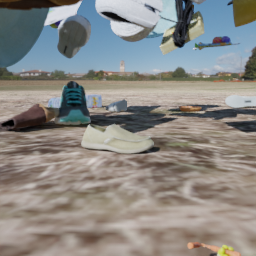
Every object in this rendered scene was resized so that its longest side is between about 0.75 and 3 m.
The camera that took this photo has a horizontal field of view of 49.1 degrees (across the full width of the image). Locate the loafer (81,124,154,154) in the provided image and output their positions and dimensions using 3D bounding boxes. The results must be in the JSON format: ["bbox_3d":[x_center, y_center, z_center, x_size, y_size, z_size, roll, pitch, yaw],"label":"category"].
[{"bbox_3d":[-0.203,0.166,4.842,1.310,0.447,0.496,2,9,15],"label":"loafer"}]

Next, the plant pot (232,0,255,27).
[{"bbox_3d":[2.689,-2.813,5.815,0.886,1.248,1.248,0,8,26],"label":"plant pot"}]

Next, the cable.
[{"bbox_3d":[0.197,-3.512,8.948,1.582,1.583,0.548,33,-2,29],"label":"cable"}]

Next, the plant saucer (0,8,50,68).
[{"bbox_3d":[-2.547,-2.736,6.106,0.548,2.845,2.845,26,11,1],"label":"plant saucer"}]

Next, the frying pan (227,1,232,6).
[{"bbox_3d":[3.727,-4.438,9.566,0.951,0.256,1.572,-12,3,-28],"label":"frying pan"}]

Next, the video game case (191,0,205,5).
[{"bbox_3d":[1.392,-2.682,4.425,1.591,0.182,1.447,-34,43,5],"label":"video game case"}]

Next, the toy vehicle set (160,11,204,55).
[{"bbox_3d":[1.520,-2.690,7.805,1.142,0.244,1.837,-24,24,26],"label":"toy vehicle set"}]

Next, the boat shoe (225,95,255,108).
[{"bbox_3d":[5.561,-1.231,13.469,1.661,0.587,0.529,5,-1,20],"label":"boat shoe"}]

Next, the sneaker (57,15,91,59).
[{"bbox_3d":[-1.624,-2.954,8.604,0.907,0.879,2.484,35,-15,-19],"label":"sneaker"}]

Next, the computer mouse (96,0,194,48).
[{"bbox_3d":[0.352,-2.926,6.896,2.505,1.374,0.550,17,-6,6],"label":"computer mouse"}]

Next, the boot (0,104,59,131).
[{"bbox_3d":[-2.723,-0.277,7.341,1.569,0.568,1.305,-4,11,45],"label":"boot"}]

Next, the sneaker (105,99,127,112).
[{"bbox_3d":[-0.442,-0.910,11.687,0.520,0.493,1.292,-6,4,25],"label":"sneaker"}]

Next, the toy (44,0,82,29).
[{"bbox_3d":[-2.156,-3.694,9.218,1.461,0.599,2.538,-14,41,11],"label":"toy"}]

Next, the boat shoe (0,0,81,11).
[{"bbox_3d":[-1.790,-2.559,4.829,0.963,0.964,2.737,4,22,26],"label":"boat shoe"}]

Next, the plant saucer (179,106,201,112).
[{"bbox_3d":[2.633,-0.809,11.885,0.913,0.171,0.913,0,10,0],"label":"plant saucer"}]

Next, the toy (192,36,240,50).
[{"bbox_3d":[1.772,-1.716,5.605,0.880,0.208,0.507,-2,18,27],"label":"toy"}]

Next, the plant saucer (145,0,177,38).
[{"bbox_3d":[0.957,-4.039,10.407,1.948,1.948,0.375,3,-19,18],"label":"plant saucer"}]

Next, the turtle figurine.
[{"bbox_3d":[0.608,0.826,1.281,0.676,0.270,0.839,9,2,9],"label":"turtle figurine"}]

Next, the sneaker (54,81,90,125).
[{"bbox_3d":[-1.684,-0.779,8.332,1.039,1.221,2.677,-3,10,-14],"label":"sneaker"}]

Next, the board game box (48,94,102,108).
[{"bbox_3d":[-2.411,-1.308,13.546,2.035,0.628,2.036,4,10,31],"label":"board game box"}]
